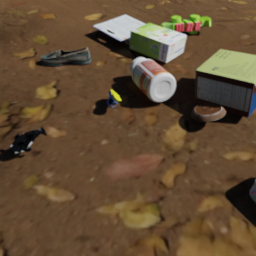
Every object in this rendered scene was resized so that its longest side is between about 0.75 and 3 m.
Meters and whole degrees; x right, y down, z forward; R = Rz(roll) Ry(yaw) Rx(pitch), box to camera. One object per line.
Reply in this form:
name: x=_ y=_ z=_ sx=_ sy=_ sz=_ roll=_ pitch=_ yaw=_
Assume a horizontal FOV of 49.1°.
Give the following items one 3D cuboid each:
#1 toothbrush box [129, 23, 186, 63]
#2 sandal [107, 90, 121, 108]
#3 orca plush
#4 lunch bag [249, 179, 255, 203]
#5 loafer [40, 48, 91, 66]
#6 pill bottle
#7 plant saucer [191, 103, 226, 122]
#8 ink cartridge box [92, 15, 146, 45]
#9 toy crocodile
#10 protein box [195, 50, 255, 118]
toothbrush box: x=1.405 y=-4.136 z=13.495 sx=2.212 sy=0.952 sz=1.611 roll=31 pitch=47 yaw=26
sandal: x=-0.591 y=-1.070 z=10.339 sx=0.455 sy=0.498 sz=1.145 roll=37 pitch=12 yaw=-15
orca plush: x=-3.033 y=0.419 z=8.414 sx=1.204 sy=0.633 sz=0.428 roll=-20 pitch=8 yaw=-9
lunch bag: x=4.158 y=1.873 z=7.268 sx=1.437 sy=0.691 sz=1.792 roll=-24 pitch=47 yaw=-20
loafer: x=-2.896 y=-3.357 z=12.900 sx=2.323 sy=0.731 sz=0.835 roll=-2 pitch=43 yaw=-3
pill bottle: x=0.865 y=-1.969 z=10.985 sx=1.183 sy=1.183 sz=2.108 roll=-16 pitch=39 yaw=-16
plant saucer: x=2.761 y=-0.589 z=9.706 sx=1.177 sy=0.203 sz=1.177 roll=-10 pitch=30 yaw=6
ink cartridge box: x=-0.264 y=-5.204 z=15.054 sx=2.446 sy=0.497 sz=2.441 roll=-30 pitch=52 yaw=-29
toy crocodile: x=3.066 y=-5.438 z=14.938 sx=2.773 sy=0.936 sz=0.856 roll=-10 pitch=38 yaw=-13
protein box: x=3.918 y=-1.731 z=10.451 sx=2.097 sy=1.415 sz=2.082 roll=22 pitch=47 yaw=33
